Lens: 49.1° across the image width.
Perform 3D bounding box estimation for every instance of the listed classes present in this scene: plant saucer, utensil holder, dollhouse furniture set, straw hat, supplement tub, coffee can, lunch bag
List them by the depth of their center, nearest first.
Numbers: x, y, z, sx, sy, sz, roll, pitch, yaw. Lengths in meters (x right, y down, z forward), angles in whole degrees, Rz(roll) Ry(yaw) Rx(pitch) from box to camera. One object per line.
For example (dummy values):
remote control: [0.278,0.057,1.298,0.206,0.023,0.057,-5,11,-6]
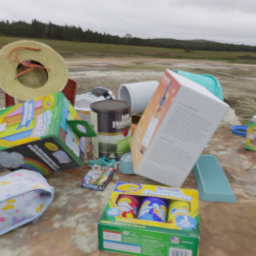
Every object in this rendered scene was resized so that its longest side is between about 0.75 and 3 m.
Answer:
lunch bag: [-2.724,1.740,6.914,1.573,1.000,1.334,-22,26,-27]
plant saucer: [2.591,1.465,8.838,0.962,0.261,2.751,2,18,5]
straw hat: [-3.319,-1.734,9.748,2.500,2.500,1.058,-7,-23,-20]
coffee can: [-0.603,0.109,10.043,1.455,1.988,1.455,0,20,0]
dollhouse furniture set: [1.557,0.064,10.553,2.475,1.757,1.961,-3,19,-9]
plant saucer: [-3.486,-1.153,11.250,2.954,2.960,0.543,18,37,3]
supplement tub: [-1.617,-1.052,13.882,1.711,1.711,2.793,5,20,13]
utensil holder: [0.644,-1.517,13.980,1.821,1.547,1.547,-12,22,-22]

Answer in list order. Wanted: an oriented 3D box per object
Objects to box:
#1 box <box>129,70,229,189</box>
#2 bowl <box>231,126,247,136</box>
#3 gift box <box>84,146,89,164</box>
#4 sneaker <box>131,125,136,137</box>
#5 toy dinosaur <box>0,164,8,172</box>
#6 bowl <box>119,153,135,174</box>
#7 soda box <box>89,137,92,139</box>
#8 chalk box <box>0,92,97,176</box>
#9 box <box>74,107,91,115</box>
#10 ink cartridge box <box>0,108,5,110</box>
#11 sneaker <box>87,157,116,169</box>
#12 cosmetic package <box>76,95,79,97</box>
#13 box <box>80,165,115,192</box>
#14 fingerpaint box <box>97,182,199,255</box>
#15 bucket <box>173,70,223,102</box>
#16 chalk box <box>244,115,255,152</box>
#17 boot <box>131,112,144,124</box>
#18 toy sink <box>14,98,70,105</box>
box: [1.339,-0.031,8.529,1.503,2.826,2.152,22,19,-12]
bowl: [5.222,0.136,12.762,1.022,0.201,1.022,0,19,0]
gift box: [-1.887,0.690,9.836,0.999,1.011,1.083,-4,35,-7]
sneaker: [-0.193,-0.192,11.490,1.901,1.065,0.738,-2,33,-44]
toy dinosaur: [-4.436,1.315,9.044,1.015,1.934,1.755,37,41,-11]
bowl: [0.094,1.126,9.289,0.894,0.467,0.894,-9,17,3]
soda box: [-1.230,-0.086,11.736,0.396,0.427,1.250,32,52,-18]
chalk box: [-2.295,0.199,8.266,2.731,1.705,1.693,-15,50,12]
box: [-1.943,-0.726,11.811,0.950,0.197,0.566,9,13,-28]
ink cartridge box: [-5.434,-0.385,13.293,1.967,0.827,1.436,16,25,39]
sneaker: [-0.869,1.166,9.401,1.057,0.421,0.409,4,17,21]
cosmetic package: [-2.828,-1.246,15.183,0.489,0.796,0.793,-28,-2,-34]
box: [-0.912,1.523,8.578,0.708,0.195,1.037,6,25,16]
fingerpaint box: [0.536,2.038,6.357,2.061,0.756,1.720,4,19,12]
bucket: [2.702,-1.075,12.361,1.898,2.917,2.917,4,18,-13]
chalk box: [5.634,0.329,10.731,1.899,1.176,1.182,14,22,33]
boot: [0.993,-0.545,14.173,1.556,0.566,1.209,6,22,32]
toy sink: [-3.032,-0.315,10.533,1.348,2.407,1.569,0,18,17]
